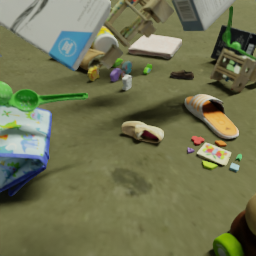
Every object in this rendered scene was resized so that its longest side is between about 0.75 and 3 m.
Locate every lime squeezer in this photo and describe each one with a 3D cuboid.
[{"bbox_3d":[-2.092,-0.645,5.315,0.967,0.517,2.739,-9,-14,38],"label":"lime squeezer"},{"bbox_3d":[3.240,-2.612,8.347,0.664,1.881,0.355,-27,-10,20],"label":"lime squeezer"}]

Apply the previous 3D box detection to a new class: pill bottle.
[{"bbox_3d":[-1.238,-4.055,12.992,1.115,1.115,1.978,-10,37,-14],"label":"pill bottle"}]

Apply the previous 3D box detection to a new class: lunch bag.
[{"bbox_3d":[-2.961,0.430,6.403,2.386,1.521,2.029,-13,37,-2],"label":"lunch bag"}]

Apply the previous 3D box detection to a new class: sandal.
[{"bbox_3d":[2.590,-0.557,8.503,0.878,0.657,2.292,-13,38,-18],"label":"sandal"}]

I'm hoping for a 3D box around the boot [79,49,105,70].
[{"bbox_3d":[-1.941,-3.402,12.426,2.444,0.808,2.140,23,54,30],"label":"boot"}]

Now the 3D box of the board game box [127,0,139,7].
[{"bbox_3d":[0.575,-5.657,9.803,2.130,2.086,0.595,-27,16,-18],"label":"board game box"}]

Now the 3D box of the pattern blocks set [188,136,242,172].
[{"bbox_3d":[2.237,0.661,7.278,1.362,0.110,1.197,14,38,18],"label":"pattern blocks set"}]

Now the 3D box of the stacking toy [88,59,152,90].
[{"bbox_3d":[-0.256,-2.281,11.043,1.682,0.524,2.231,20,39,25],"label":"stacking toy"}]

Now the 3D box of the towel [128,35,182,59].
[{"bbox_3d":[1.356,-3.953,13.520,2.092,0.353,2.190,15,38,18],"label":"towel"}]

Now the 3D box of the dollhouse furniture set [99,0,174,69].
[{"bbox_3d":[-0.189,-2.841,7.856,2.252,1.252,1.992,-47,21,6],"label":"dollhouse furniture set"}]

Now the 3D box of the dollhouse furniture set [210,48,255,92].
[{"bbox_3d":[4.188,-2.027,10.411,1.666,1.167,1.174,6,27,-36],"label":"dollhouse furniture set"}]

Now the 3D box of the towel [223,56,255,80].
[{"bbox_3d":[4.310,-2.364,11.008,1.300,0.152,0.992,4,78,4],"label":"towel"}]

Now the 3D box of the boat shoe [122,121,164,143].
[{"bbox_3d":[0.367,0.131,7.726,1.215,0.448,0.420,10,31,13],"label":"boat shoe"}]

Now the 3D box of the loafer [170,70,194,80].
[{"bbox_3d":[2.127,-2.137,10.996,0.919,0.326,0.335,6,36,9],"label":"loafer"}]

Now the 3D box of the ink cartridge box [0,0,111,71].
[{"bbox_3d":[-1.036,-1.402,3.134,1.477,0.855,0.492,31,5,-9],"label":"ink cartridge box"}]

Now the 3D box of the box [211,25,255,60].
[{"bbox_3d":[4.448,-3.394,11.705,0.831,1.392,1.415,-8,33,-40],"label":"box"}]

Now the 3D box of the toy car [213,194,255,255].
[{"bbox_3d":[2.447,1.587,4.500,1.503,1.830,1.444,-19,40,-25],"label":"toy car"}]

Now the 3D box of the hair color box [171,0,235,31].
[{"bbox_3d":[2.338,-3.923,7.499,2.611,1.293,0.792,-45,36,-14],"label":"hair color box"}]
